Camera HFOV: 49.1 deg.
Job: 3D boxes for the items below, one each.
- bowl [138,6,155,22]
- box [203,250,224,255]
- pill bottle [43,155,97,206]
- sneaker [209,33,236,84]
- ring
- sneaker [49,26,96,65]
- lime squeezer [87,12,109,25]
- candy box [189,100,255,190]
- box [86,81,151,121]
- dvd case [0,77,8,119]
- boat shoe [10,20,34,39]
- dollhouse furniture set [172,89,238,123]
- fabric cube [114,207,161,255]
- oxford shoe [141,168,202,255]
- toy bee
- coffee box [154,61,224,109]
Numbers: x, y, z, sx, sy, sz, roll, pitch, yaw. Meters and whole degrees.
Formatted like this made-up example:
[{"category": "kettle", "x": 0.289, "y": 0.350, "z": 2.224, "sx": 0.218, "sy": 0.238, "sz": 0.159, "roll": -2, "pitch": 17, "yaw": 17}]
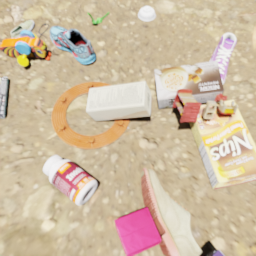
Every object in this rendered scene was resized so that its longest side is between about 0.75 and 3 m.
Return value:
[{"category": "bowl", "x": 0.817, "y": -5.022, "z": 12.168, "sx": 0.779, "sy": 0.350, "sz": 0.779, "roll": 0, "pitch": 61, "yaw": 0}, {"category": "box", "x": 1.787, "y": 4.352, "z": 6.376, "sx": 2.410, "sy": 1.257, "sz": 1.783, "roll": -38, "pitch": 68, "yaw": -20}, {"category": "pill bottle", "x": -1.726, "y": 1.489, "z": 8.210, "sx": 1.532, "sy": 0.865, "sz": 0.865, "roll": 33, "pitch": 66, "yaw": 17}, {"category": "sneaker", "x": 3.389, "y": -2.552, "z": 10.262, "sx": 0.808, "sy": 1.271, "sz": 2.229, "roll": 17, "pitch": 63, "yaw": 8}, {"category": "ring", "x": -1.286, "y": -0.543, "z": 9.703, "sx": 2.759, "sy": 0.265, "sz": 2.759, "roll": 0, "pitch": 60, "yaw": 0}, {"category": "sneaker", "x": -2.168, "y": -3.501, "z": 10.860, "sx": 2.357, "sy": 1.126, "sz": 0.935, "roll": 36, "pitch": 67, "yaw": 18}, {"category": "lime squeezer", "x": -1.311, "y": -4.678, "z": 11.938, "sx": 0.267, "sy": 0.500, "sz": 1.415, "roll": 19, "pitch": 30, "yaw": 29}, {"category": "candy box", "x": 3.026, "y": 0.465, "z": 8.850, "sx": 1.526, "sy": 0.731, "sz": 2.644, "roll": -11, "pitch": 60, "yaw": -5}, {"category": "box", "x": -0.296, "y": -0.841, "z": 9.178, "sx": 1.980, "sy": 0.770, "sz": 0.940, "roll": -3, "pitch": 65, "yaw": 20}, {"category": "dvd case", "x": -5.488, "y": -1.095, "z": 9.736, "sx": 2.355, "sy": 0.259, "sz": 1.719, "roll": 0, "pitch": 60, "yaw": -16}, {"category": "boat shoe", "x": -4.371, "y": -4.110, "z": 11.631, "sx": 0.445, "sy": 0.384, "sz": 1.237, "roll": 25, "pitch": 64, "yaw": 14}, {"category": "dollhouse furniture set", "x": 2.371, "y": -0.661, "z": 8.766, "sx": 1.716, "sy": 0.698, "sz": 0.923, "roll": 2, "pitch": 35, "yaw": -10}, {"category": "fabric cube", "x": 0.231, "y": 2.794, "z": 7.450, "sx": 0.934, "sy": 0.919, "sz": 0.937, "roll": -20, "pitch": 62, "yaw": -11}, {"category": "oxford shoe", "x": 1.104, "y": 2.339, "z": 7.770, "sx": 1.005, "sy": 0.964, "sz": 2.723, "roll": -15, "pitch": 71, "yaw": -14}, {"category": "toy bee", "x": -3.656, "y": -2.965, "z": 10.679, "sx": 2.360, "sy": 1.283, "sz": 1.545, "roll": 16, "pitch": 70, "yaw": 36}, {"category": "coffee box", "x": 2.037, "y": -1.441, "z": 9.613, "sx": 2.139, "sy": 0.853, "sz": 1.223, "roll": -6, "pitch": 69, "yaw": 7}]
